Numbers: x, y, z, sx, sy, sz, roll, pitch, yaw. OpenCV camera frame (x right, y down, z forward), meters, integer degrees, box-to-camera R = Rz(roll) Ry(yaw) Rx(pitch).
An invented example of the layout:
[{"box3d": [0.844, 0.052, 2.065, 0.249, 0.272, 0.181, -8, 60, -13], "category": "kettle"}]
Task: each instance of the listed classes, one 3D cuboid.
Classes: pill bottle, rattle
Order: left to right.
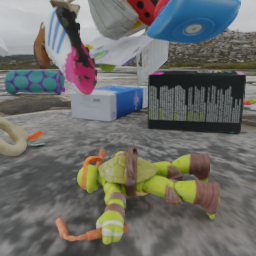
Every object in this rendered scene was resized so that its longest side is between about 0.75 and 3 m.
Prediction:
[{"box3d": [-2.597, 0.404, 5.962, 0.966, 1.059, 1.483, 35, 7, 14], "category": "rattle"}, {"box3d": [0.148, -3.532, 8.341, 2.370, 1.295, 1.295, -27, 17, -3], "category": "pill bottle"}]

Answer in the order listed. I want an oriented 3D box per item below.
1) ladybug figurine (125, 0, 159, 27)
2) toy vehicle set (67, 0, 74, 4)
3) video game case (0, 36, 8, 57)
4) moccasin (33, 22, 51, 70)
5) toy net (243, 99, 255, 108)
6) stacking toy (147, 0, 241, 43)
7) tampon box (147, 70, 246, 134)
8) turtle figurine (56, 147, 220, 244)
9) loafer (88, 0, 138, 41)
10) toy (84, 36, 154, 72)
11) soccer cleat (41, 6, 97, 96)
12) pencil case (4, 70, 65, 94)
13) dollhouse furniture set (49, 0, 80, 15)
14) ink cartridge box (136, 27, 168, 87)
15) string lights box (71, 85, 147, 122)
[{"box3d": [0.593, -3.370, 7.358, 1.765, 1.198, 0.635, 36, 18, -24], "category": "ladybug figurine"}, {"box3d": [-1.446, -4.041, 7.967, 0.940, 0.584, 0.125, -32, -15, 7], "category": "toy vehicle set"}, {"box3d": [-3.923, -2.596, 6.821, 1.867, 0.214, 1.699, 32, 11, -43], "category": "video game case"}, {"box3d": [-2.875, -3.040, 10.236, 0.841, 0.796, 2.177, -4, 54, 9], "category": "moccasin"}, {"box3d": [3.766, -0.787, 10.330, 2.146, 0.414, 1.126, -13, 22, -35], "category": "toy net"}, {"box3d": [0.920, -2.568, 4.587, 1.178, 2.147, 1.246, -2, -12, -21], "category": "stacking toy"}, {"box3d": [1.940, -0.865, 8.181, 2.480, 1.565, 1.858, 4, 15, 14], "category": "tampon box"}, {"box3d": [0.142, 0.641, 3.873, 1.946, 0.777, 2.413, 1, 14, 3], "category": "turtle figurine"}, {"box3d": [-0.592, -3.206, 6.143, 0.922, 2.642, 0.924, -31, -8, 28], "category": "loafer"}, {"box3d": [-0.424, -1.693, 6.623, 2.134, 0.504, 1.229, 20, 55, 42], "category": "toy"}, {"box3d": [-1.017, -1.206, 4.709, 0.712, 1.649, 0.576, -26, -16, 35], "category": "soccer cleat"}, {"box3d": [-4.863, -2.371, 14.751, 2.861, 1.322, 1.217, 1, 56, 1], "category": "pencil case"}, {"box3d": [-2.462, -4.857, 10.584, 0.750, 0.641, 1.448, 13, -16, 13], "category": "dollhouse furniture set"}, {"box3d": [0.681, -2.707, 9.558, 0.625, 1.782, 2.192, 24, 50, 29], "category": "ink cartridge box"}, {"box3d": [-0.545, -1.002, 10.103, 1.506, 0.864, 2.931, 7, 16, 27], "category": "string lights box"}]
